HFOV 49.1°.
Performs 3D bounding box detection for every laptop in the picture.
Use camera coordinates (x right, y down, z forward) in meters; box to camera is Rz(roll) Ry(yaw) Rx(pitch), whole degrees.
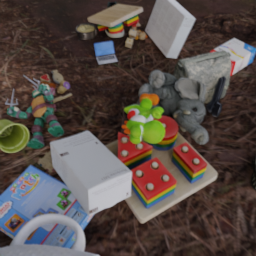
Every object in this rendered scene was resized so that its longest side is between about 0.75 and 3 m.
[{"bbox_3d":[-1.060,-3.538,13.224,0.926,0.573,0.989,-12,49,-10],"label":"laptop"}]

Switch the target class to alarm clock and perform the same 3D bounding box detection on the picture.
[{"bbox_3d":[-2.076,-5.085,14.662,1.055,0.520,1.564,32,57,26],"label":"alarm clock"}]

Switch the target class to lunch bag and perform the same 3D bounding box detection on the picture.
[{"bbox_3d":[2.887,-2.036,11.015,2.157,1.809,1.503,-15,50,-13],"label":"lunch bag"}]

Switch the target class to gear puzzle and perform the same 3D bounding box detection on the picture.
[{"bbox_3d":[-2.396,0.937,9.415,0.650,0.164,1.255,33,57,15],"label":"gear puzzle"}]

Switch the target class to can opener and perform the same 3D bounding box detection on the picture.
[{"bbox_3d":[3.339,-1.183,10.463,0.608,1.547,0.490,23,29,28],"label":"can opener"}]

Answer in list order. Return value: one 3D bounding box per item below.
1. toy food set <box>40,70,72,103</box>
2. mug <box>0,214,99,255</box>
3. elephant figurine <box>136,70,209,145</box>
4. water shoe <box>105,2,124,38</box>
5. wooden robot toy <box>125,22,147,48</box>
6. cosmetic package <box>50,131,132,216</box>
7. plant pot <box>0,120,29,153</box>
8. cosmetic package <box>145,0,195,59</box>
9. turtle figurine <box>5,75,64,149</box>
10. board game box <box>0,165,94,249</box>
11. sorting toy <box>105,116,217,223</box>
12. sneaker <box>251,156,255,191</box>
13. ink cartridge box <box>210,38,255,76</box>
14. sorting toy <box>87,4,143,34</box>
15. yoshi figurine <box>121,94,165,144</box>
[{"bbox_3d":[-3.193,-1.856,11.878,1.202,0.298,1.892,-26,53,-22],"label":"toy food set"},{"bbox_3d":[-1.969,3.261,5.985,2.594,2.184,2.958,4,48,15],"label":"mug"},{"bbox_3d":[1.915,-0.753,9.952,2.881,2.039,2.235,27,82,21],"label":"elephant figurine"},{"bbox_3d":[-0.825,-5.802,14.929,0.954,1.053,2.668,-9,49,-5],"label":"water shoe"},{"bbox_3d":[0.532,-4.800,14.260,0.907,0.881,2.000,18,50,2],"label":"wooden robot toy"},{"bbox_3d":[-1.146,1.201,8.171,1.408,1.012,2.495,-20,36,-32],"label":"cosmetic package"},{"bbox_3d":[-4.107,0.190,9.602,1.054,1.054,0.969,-36,43,-28],"label":"plant pot"},{"bbox_3d":[1.904,-4.920,13.450,0.692,2.019,2.678,1,44,-29],"label":"cosmetic package"},{"bbox_3d":[-3.199,-0.708,9.970,1.369,2.036,2.719,14,43,-49],"label":"turtle figurine"},{"bbox_3d":[-2.450,2.364,7.932,2.561,0.469,1.937,24,52,20],"label":"board game box"},{"bbox_3d":[0.848,0.940,8.857,2.893,1.007,2.875,-25,52,-20],"label":"sorting toy"},{"bbox_3d":[4.169,1.440,8.796,0.501,0.467,1.264,18,50,10],"label":"sneaker"},{"bbox_3d":[4.567,-3.146,12.743,2.205,0.741,1.281,-32,55,-25],"label":"ink cartridge box"},{"bbox_3d":[-0.596,-5.256,13.628,1.980,0.693,1.992,-35,42,-22],"label":"sorting toy"},{"bbox_3d":[0.629,-0.165,8.509,1.236,1.240,2.207,-24,23,22],"label":"yoshi figurine"}]
